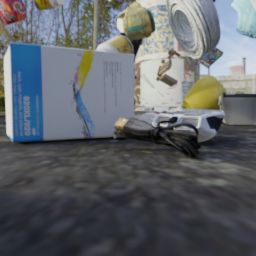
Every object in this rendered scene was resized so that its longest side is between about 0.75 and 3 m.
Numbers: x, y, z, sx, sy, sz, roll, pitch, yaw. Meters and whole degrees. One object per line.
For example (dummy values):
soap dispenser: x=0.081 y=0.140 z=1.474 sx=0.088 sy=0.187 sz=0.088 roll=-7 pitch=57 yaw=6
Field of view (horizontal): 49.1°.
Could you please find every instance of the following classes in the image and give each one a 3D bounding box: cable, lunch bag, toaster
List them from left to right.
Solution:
lunch bag: x=-4.096 y=-4.258 z=9.463 sx=1.220 sy=1.385 sz=0.567 roll=9 pitch=35 yaw=46
cable: x=1.627 y=-2.699 z=7.163 sx=0.624 sy=1.803 sz=1.803 roll=-29 pitch=-21 yaw=-5
toaster: x=4.272 y=-0.691 z=10.202 sx=1.918 sy=1.138 sz=1.734 roll=1 pitch=4 yaw=14

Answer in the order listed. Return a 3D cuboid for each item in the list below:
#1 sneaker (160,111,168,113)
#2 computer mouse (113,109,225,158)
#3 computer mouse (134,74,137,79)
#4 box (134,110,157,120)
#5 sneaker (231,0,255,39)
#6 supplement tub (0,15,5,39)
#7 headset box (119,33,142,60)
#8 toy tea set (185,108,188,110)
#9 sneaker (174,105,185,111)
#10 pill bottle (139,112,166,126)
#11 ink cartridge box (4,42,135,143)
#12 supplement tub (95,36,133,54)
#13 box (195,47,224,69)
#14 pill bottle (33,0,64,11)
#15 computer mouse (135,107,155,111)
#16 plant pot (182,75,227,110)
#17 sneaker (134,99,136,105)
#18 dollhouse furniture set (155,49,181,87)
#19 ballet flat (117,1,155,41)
sneaker: x=1.683 y=-0.768 z=16.811 sx=1.356 sy=0.526 sz=0.618 roll=4 pitch=-11 yaw=-4
computer mouse: x=0.903 y=0.035 z=4.461 sx=1.334 sy=0.534 sz=2.432 roll=5 pitch=9 yaw=36
computer mouse: x=-0.070 y=-1.576 z=9.963 sx=0.479 sy=0.873 sz=0.192 roll=32 pitch=-4 yaw=30
box: x=0.051 y=-0.257 z=8.294 sx=1.577 sy=0.539 sz=0.648 roll=0 pitch=4 yaw=1
sneaker: x=3.710 y=-2.835 z=7.972 sx=0.947 sy=2.562 sz=1.050 roll=5 pitch=-27 yaw=-32
supplement tub: x=-4.840 y=-3.059 z=8.962 sx=1.331 sy=1.331 sz=1.830 roll=0 pitch=40 yaw=-5
headset box: x=-0.179 y=-3.046 z=12.250 sx=0.942 sy=2.440 sz=1.815 roll=23 pitch=39 yaw=-4
toy tea set: x=1.383 y=-0.163 z=6.547 sx=0.952 sy=0.592 sz=1.600 roll=-1 pitch=4 yaw=-18
sneaker: x=2.365 y=-0.626 z=12.330 sx=0.631 sy=0.730 sz=1.684 roll=0 pitch=5 yaw=-16
pill bottle: x=0.607 y=-0.043 z=5.350 sx=0.520 sy=0.520 sz=0.911 roll=2 pitch=4 yaw=31
ink cartridge box: x=-1.215 y=-0.645 z=5.686 sx=2.292 sy=1.658 sz=1.687 roll=-2 pitch=5 yaw=-26
supplement tub: x=-0.417 y=-2.069 z=7.821 sx=0.767 sy=0.767 sz=1.054 roll=3 pitch=34 yaw=37
box: x=2.282 y=-1.997 z=7.827 sx=0.431 sy=0.136 sz=0.783 roll=40 pitch=61 yaw=17
pill bottle: x=-2.662 y=-4.294 z=9.460 sx=1.004 sy=0.548 sz=0.548 roll=6 pitch=7 yaw=29
computer mouse: x=0.814 y=-0.665 z=14.076 sx=1.520 sy=0.608 sz=2.772 roll=-5 pitch=7 yaw=15
plant pot: x=3.277 y=-1.084 z=12.314 sx=1.448 sy=2.040 sz=2.040 roll=-29 pitch=8 yaw=-6
sneaker: x=-0.289 y=-0.799 z=12.952 sx=1.689 sy=0.632 sz=0.897 roll=-35 pitch=16 yaw=-2
dollhouse furniture set: x=1.409 y=-2.011 z=9.603 sx=0.528 sy=1.193 sz=0.618 roll=25 pitch=-23 yaw=-21
ballet flat: x=0.129 y=-3.137 z=8.265 sx=1.029 sy=1.029 sz=2.910 roll=0 pitch=25 yaw=-4
